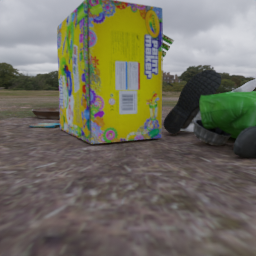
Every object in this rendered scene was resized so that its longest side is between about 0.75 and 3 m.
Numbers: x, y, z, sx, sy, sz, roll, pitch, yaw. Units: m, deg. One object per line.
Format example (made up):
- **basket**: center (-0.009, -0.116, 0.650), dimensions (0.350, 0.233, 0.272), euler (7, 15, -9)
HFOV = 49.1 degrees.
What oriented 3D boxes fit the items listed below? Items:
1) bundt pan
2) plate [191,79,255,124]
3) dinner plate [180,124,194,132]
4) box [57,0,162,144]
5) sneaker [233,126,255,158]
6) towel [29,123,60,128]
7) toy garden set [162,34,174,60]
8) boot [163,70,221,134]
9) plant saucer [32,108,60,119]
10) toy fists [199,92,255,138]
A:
- **bundt pan**: center (1.766, 0.120, 6.035), dimensions (0.819, 0.307, 0.819), euler (16, 20, -6)
- **plate**: center (2.937, -0.760, 9.259), dimensions (2.488, 0.403, 2.494), euler (-29, -4, 37)
- **dinner plate**: center (1.973, -0.026, 8.470), dimensions (1.145, 0.139, 1.145), euler (-1, 7, 0)
- **box**: center (-0.631, -1.320, 7.252), dimensions (1.816, 2.977, 2.867), euler (-4, 8, -26)
- **sneaker**: center (2.481, 0.284, 4.773), dimensions (1.412, 0.536, 0.641), euler (-6, 18, -16)
- **towel**: center (-2.621, -0.089, 9.041), dimensions (0.887, 0.096, 0.650), euler (1, 7, 11)
- **toy garden set**: center (0.812, -2.377, 7.965), dimensions (0.747, 0.896, 0.179), euler (29, -19, -1)
- **boot**: center (1.736, -0.704, 7.333), dimensions (0.670, 1.919, 1.264), euler (48, 27, 14)
- **plant saucer**: center (-3.001, -0.656, 12.304), dimensions (2.326, 0.373, 2.326), euler (0, 8, 0)
- **toy fists**: center (2.474, -0.204, 6.040), dimensions (1.316, 0.888, 2.582), euler (-6, -10, 28)
